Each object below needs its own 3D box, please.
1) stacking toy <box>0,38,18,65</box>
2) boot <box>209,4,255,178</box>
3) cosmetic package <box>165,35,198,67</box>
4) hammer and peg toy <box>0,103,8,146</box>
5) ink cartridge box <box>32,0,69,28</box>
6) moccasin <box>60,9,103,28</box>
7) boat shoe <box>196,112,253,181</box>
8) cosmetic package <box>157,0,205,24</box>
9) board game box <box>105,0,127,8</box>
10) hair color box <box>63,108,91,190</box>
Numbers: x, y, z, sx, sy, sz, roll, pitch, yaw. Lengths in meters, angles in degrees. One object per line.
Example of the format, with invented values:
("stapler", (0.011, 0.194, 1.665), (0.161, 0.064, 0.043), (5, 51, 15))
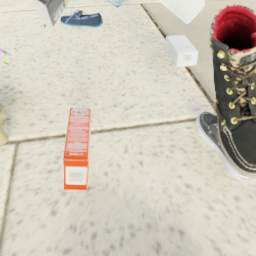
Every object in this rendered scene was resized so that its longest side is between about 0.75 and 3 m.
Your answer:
("stacking toy", (-3.833, -2.352, 8.662), (0.191, 0.812, 0.612), (35, 93, 17))
("boot", (1.917, -0.629, 4.695), (0.921, 1.895, 2.516), (-7, 54, 16))
("cosmetic package", (2.171, -3.220, 11.599), (0.864, 0.629, 1.699), (-5, 39, -7))
("hammer and peg toy", (-4.498, -0.312, 8.039), (1.763, 0.845, 2.396), (-23, 46, -25))
("ink cartridge box", (-2.053, -4.414, 8.863), (0.551, 2.345, 2.317), (29, 87, -6))
("moccasin", (-2.376, -5.660, 14.305), (2.195, 0.749, 0.883), (3, 41, 4))
("boat shoe", (2.578, 0.230, 7.426), (0.872, 0.826, 2.495), (-7, 41, -9))
("cosmetic package", (1.080, -3.953, 7.730), (2.126, 0.787, 1.081), (27, 41, -24))
("board game box", (-0.424, -4.873, 9.943), (0.972, 0.267, 1.540), (23, -8, -25))
("hair color box", (-0.983, 0.367, 5.468), (0.476, 0.825, 1.488), (4, 39, -7))
